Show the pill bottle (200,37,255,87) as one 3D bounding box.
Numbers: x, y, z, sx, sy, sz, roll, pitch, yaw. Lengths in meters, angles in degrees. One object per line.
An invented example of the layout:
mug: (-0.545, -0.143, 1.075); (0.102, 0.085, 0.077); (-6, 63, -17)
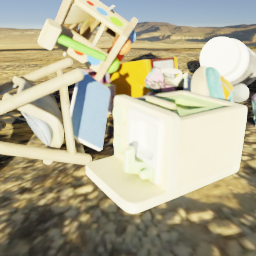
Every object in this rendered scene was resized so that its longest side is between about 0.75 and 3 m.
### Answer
pill bottle: (4.037, -2.552, 11.046); (1.669, 1.669, 2.933); (14, 10, 35)

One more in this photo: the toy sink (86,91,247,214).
toy sink: (0.620, 0.171, 4.985); (2.473, 1.385, 1.612); (-12, 22, -31)

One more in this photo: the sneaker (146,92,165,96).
sneaker: (1.098, -0.843, 9.159); (0.694, 0.629, 1.633); (22, 29, 37)

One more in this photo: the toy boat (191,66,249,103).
toy boat: (2.274, -0.643, 6.683); (1.037, 1.875, 2.231); (-18, 5, 29)

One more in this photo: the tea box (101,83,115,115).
tea box: (-0.905, -0.941, 8.967); (0.872, 0.886, 0.592); (8, 21, 22)

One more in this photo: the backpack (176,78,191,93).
backpack: (1.835, -1.022, 8.696); (0.758, 0.988, 0.869); (4, -12, -3)

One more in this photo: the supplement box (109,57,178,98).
supplement box: (0.609, -1.900, 10.667); (1.897, 1.277, 1.923); (4, 16, 42)

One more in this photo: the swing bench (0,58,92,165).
swing bench: (-2.458, -0.408, 6.060); (2.878, 1.867, 2.863); (-7, 21, -12)

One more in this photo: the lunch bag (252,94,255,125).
lunch bag: (4.307, -0.481, 6.708); (2.481, 1.513, 2.113); (1, 24, 19)

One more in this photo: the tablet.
tablet: (-0.817, -0.385, 5.988); (0.106, 1.559, 1.014); (-14, -33, 36)

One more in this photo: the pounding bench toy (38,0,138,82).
pounding bench toy: (-1.159, -2.714, 8.760); (2.310, 1.840, 2.962); (33, 38, -10)

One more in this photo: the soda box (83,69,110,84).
soda box: (-0.932, -2.218, 12.591); (2.639, 0.924, 0.837); (-16, 25, -39)

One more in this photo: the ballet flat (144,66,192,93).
ballet flat: (1.644, -1.515, 9.567); (2.522, 0.898, 0.872); (10, 32, -42)
